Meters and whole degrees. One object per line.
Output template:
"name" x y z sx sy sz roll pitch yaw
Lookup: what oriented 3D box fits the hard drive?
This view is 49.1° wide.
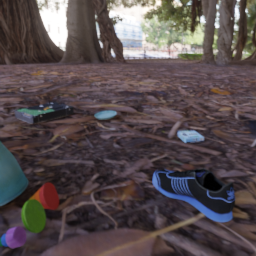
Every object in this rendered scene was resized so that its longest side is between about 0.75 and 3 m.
"hard drive" -4.668 -0.877 15.683 1.859 0.504 2.662 15 23 38

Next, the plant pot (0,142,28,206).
"plant pot" -3.718 1.105 7.397 1.632 1.534 1.632 -13 20 5

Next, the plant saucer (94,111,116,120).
"plant saucer" -1.244 -0.681 15.457 1.207 0.165 1.207 -6 21 2

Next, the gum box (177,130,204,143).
"gum box" 2.714 0.375 12.297 0.828 0.217 0.974 -4 18 -12

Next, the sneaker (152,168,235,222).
"sneaker" 1.703 1.485 7.603 0.910 1.011 2.594 -16 24 -39

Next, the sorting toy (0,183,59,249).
"sorting toy" -2.419 2.088 6.653 0.756 0.761 2.194 -20 12 13
